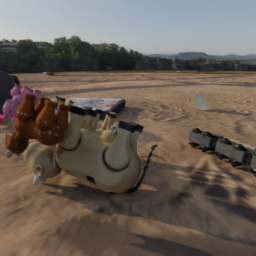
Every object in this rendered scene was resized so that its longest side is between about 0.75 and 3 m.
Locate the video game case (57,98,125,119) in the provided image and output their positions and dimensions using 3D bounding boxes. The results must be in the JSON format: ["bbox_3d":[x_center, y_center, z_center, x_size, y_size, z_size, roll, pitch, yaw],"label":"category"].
[{"bbox_3d":[-1.514,-0.789,10.605,2.400,0.339,2.655,3,14,9],"label":"video game case"}]

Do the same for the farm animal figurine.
[{"bbox_3d":[-1.088,0.244,4.884,2.243,1.397,2.778,15,5,-23],"label":"farm animal figurine"}]

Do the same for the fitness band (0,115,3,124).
[{"bbox_3d":[-4.492,-0.179,8.399,1.513,0.283,1.086,5,18,22],"label":"fitness band"}]

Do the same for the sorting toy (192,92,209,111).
[{"bbox_3d":[2.853,-1.050,11.019,0.407,0.762,0.686,-33,2,30],"label":"sorting toy"}]

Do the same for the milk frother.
[{"bbox_3d":[-5.475,-1.957,10.004,2.467,2.623,2.367,5,44,19],"label":"milk frother"}]

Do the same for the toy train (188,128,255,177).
[{"bbox_3d":[2.142,0.493,5.383,0.631,0.470,2.755,7,9,-24],"label":"toy train"}]
